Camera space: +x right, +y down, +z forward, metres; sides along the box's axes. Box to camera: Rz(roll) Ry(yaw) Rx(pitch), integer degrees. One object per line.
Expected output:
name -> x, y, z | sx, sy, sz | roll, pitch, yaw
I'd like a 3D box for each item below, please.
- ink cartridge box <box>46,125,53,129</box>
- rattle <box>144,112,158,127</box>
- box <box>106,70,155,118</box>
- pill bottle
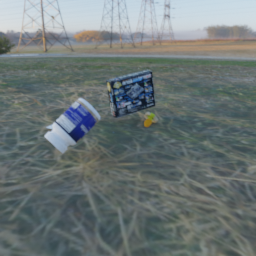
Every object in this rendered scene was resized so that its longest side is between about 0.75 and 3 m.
ink cartridge box -> -2.562, -0.018, 10.754 | 0.736, 0.258, 0.906 | 11, 29, 29
rattle -> 0.782, -0.266, 11.551 | 0.608, 0.668, 0.934 | 26, -11, -26
box -> 0.155, -1.392, 11.404 | 1.925, 1.530, 0.443 | -19, 26, -22
pill bottle -> -1.591, -0.048, 7.984 | 1.495, 0.865, 0.865 | -46, 34, -11
